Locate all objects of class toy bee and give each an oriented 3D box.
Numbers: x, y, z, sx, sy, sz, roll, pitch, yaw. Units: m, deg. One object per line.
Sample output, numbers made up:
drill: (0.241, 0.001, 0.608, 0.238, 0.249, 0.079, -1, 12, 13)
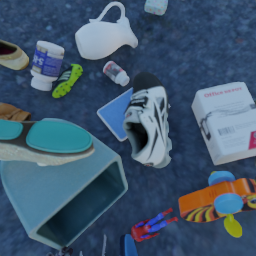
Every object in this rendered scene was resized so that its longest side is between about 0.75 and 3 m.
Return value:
toy bee: (2.606, 1.746, 6.675, 1.428, 2.627, 1.720, 36, 54, -26)

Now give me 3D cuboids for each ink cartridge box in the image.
ink cartridge box: (2.902, -0.154, 8.042, 1.488, 0.854, 2.048, -12, 65, -5)

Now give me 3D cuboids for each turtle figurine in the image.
turtle figurine: (-0.866, 3.470, 6.186, 1.559, 1.122, 1.511, -32, 75, -7)

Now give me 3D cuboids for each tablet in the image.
tablet: (0.174, -0.572, 8.656, 1.963, 0.134, 1.278, -35, 70, -15)

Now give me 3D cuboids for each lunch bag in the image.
lunch bag: (1.057, -4.565, 10.447, 0.801, 0.309, 0.642, 17, 63, 8)

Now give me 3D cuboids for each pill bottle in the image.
pill bottle: (-2.516, -1.882, 8.595, 0.814, 0.814, 1.360, 23, 108, 11)
pill bottle: (-0.362, -1.728, 9.011, 0.834, 0.462, 0.462, 43, 72, 16)

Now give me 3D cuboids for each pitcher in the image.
pitcher: (-0.804, -3.179, 9.207, 1.866, 1.131, 1.600, -20, 98, -13)

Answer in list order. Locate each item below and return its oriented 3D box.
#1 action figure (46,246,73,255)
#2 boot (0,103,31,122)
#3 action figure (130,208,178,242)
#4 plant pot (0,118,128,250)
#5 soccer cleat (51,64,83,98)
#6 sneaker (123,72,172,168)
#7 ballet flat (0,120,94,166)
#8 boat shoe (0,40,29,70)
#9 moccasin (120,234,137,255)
action figure: (-1.669, 3.090, 6.677, 0.493, 0.757, 0.263, 39, 25, -15)
boot: (-3.733, 0.083, 8.141, 1.347, 0.665, 1.735, 16, 59, 3)
action figure: (0.573, 2.510, 7.086, 1.371, 0.354, 0.448, -25, 62, -6)
plant pot: (-1.678, 1.116, 6.765, 2.276, 2.270, 2.318, -41, 65, -17)
soccer cleat: (-2.012, -1.512, 8.977, 0.552, 0.460, 1.363, 24, 67, 34)
sneaker: (0.419, -0.406, 7.711, 1.075, 1.285, 2.903, -26, 62, 37)
ballet flat: (-1.971, 0.322, 5.610, 2.759, 0.860, 0.930, 9, 44, 6)
boat shoe: (-4.486, -2.622, 9.254, 2.381, 0.790, 0.881, 12, 65, 6)
moccasin: (-0.085, 3.283, 6.539, 0.502, 0.592, 1.472, -18, 65, 26)
